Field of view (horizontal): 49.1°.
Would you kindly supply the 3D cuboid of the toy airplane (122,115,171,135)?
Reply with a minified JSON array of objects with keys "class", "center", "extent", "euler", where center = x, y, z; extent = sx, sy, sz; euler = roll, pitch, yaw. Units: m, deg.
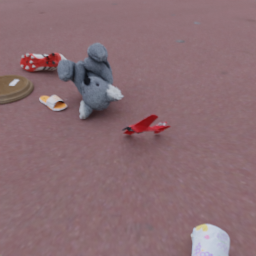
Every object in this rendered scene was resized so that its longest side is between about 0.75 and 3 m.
[{"class":"toy airplane","center":[0.614,0.011,9.197],"extent":[1.791,1.791,0.329],"euler":[-10,75,-14]}]

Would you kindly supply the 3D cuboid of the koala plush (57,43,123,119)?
[{"class":"koala plush","center":[-1.268,-1.570,10.891],"extent":[2.107,2.183,2.376],"euler":[-27,52,5]}]

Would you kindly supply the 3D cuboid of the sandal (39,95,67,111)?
[{"class":"sandal","center":[-3.115,-1.113,11.339],"extent":[1.480,0.424,0.567],"euler":[25,42,30]}]

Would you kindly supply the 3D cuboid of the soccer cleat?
[{"class":"soccer cleat","center":[-4.246,-3.254,14.076],"extent":[2.659,0.913,1.133],"euler":[0,-3,25]}]

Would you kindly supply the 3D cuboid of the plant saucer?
[{"class":"plant saucer","center":[-5.430,-1.767,12.346],"extent":[2.412,0.355,2.412],"euler":[0,34,0]}]

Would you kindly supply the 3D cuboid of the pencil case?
[{"class":"pencil case","center":[1.537,2.788,5.570],"extent":[0.786,0.721,1.733],"euler":[26,41,6]}]
